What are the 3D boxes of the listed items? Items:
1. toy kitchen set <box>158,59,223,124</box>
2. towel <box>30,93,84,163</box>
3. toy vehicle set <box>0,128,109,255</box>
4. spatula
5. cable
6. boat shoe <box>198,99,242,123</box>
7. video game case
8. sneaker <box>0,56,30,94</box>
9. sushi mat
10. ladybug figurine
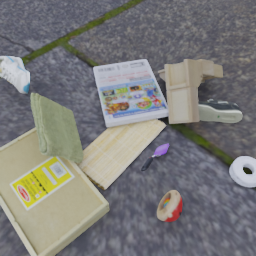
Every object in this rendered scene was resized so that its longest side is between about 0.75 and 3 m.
[{"bbox_3d":[1.711,-1.017,8.395,1.892,1.707,1.544,-5,1,-44],"label":"toy kitchen set"},{"bbox_3d":[-1.748,0.009,6.890,0.327,1.330,1.792,-36,57,20],"label":"towel"},{"bbox_3d":[-2.074,1.374,6.676,1.858,0.396,2.991,-34,60,-23],"label":"toy vehicle set"},{"bbox_3d":[0.638,0.731,6.927,1.415,0.400,0.145,-32,99,-56],"label":"spatula"},{"bbox_3d":[2.967,1.089,6.971,0.803,0.278,0.803,-20,55,-14],"label":"cable"},{"bbox_3d":[2.405,-0.539,8.021,1.641,0.589,0.555,7,53,-5],"label":"boat shoe"},{"bbox_3d":[0.013,-1.163,8.563,1.824,0.230,2.547,-10,49,-7],"label":"video game case"},{"bbox_3d":[-3.373,-1.556,8.254,0.693,0.657,1.716,-1,36,-40],"label":"sneaker"},{"bbox_3d":[-0.215,0.414,7.553,1.244,0.157,2.600,33,59,23],"label":"sushi mat"},{"bbox_3d":[0.943,1.744,6.155,0.358,0.676,0.996,40,15,0],"label":"ladybug figurine"}]
